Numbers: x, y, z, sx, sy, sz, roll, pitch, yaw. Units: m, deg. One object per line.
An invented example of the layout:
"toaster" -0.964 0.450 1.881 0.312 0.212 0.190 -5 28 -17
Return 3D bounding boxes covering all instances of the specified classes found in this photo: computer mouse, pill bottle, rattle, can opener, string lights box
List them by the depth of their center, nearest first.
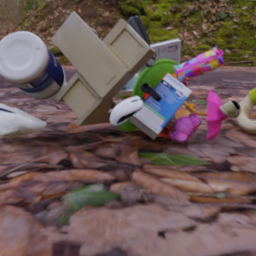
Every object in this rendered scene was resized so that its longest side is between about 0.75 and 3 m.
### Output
"computer mouse" 0.079 -0.486 5.950 1.199 0.263 0.658 -35 47 5
"string lights box" 0.841 -0.564 7.142 0.804 0.461 1.565 39 69 7
"can opener" 0.332 -2.199 7.260 0.349 1.308 0.437 -29 6 -38
"pill bottle" -2.431 -1.469 7.522 1.255 1.255 2.260 1 -11 4
"rattle" 4.414 0.018 8.268 1.702 1.867 2.614 -30 32 7

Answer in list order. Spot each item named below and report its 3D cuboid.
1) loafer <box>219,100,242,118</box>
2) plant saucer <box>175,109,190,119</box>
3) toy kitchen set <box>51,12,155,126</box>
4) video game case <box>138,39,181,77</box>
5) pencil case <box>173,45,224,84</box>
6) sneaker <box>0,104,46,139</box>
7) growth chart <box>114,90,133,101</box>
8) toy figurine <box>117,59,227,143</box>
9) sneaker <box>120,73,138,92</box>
"loafer" 2.616 -0.475 6.905 1.011 0.345 0.382 -8 60 -52
"plant saucer" 1.731 -0.521 10.484 1.290 0.241 1.290 1 15 0
"toy kitchen set" -0.654 -1.695 7.658 2.064 2.530 2.282 49 18 11
"video game case" 0.951 -1.508 8.584 1.511 2.110 0.190 -21 35 -27
"pencil case" 1.936 -1.715 7.687 1.354 0.598 0.598 -24 8 19
"sneaker" -2.945 -0.058 7.393 2.024 0.815 0.773 11 -20 39
"growth chart" 0.424 -1.091 9.991 1.642 0.201 2.269 14 -8 -39
"toy figurine" 1.343 -0.410 7.688 2.690 2.019 2.476 -39 42 -13
"sneaker" 0.090 -1.751 12.245 2.869 1.175 1.060 1 -11 -45
